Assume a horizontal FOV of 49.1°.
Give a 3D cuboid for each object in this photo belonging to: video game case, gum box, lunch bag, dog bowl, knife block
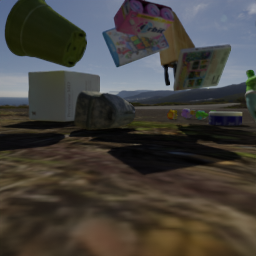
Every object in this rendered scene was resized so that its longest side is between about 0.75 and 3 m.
[{"bbox_3d":[0.266,-3.217,10.270,2.054,1.470,0.183,-22,-12,-4],"label":"video game case"},{"bbox_3d":[0.558,-3.554,9.194,1.773,0.586,1.006,-1,-20,-31],"label":"gum box"},{"bbox_3d":[-0.625,-0.467,8.244,1.318,1.095,1.571,15,9,20],"label":"lunch bag"},{"bbox_3d":[3.515,-0.352,10.123,1.139,0.449,1.139,0,4,0],"label":"dog bowl"},{"bbox_3d":[2.373,-1.935,9.217,1.588,0.207,1.745,-7,-33,-4],"label":"video game case"},{"bbox_3d":[1.872,-3.162,11.984,0.889,2.778,2.438,-11,39,44],"label":"knife block"}]

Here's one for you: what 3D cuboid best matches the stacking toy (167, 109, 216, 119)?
[{"bbox_3d":[3.179,-0.623,13.604,2.062,0.484,1.555,7,10,40],"label":"stacking toy"}]

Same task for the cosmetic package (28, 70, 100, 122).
[{"bbox_3d":[-2.810,-1.403,12.590,2.090,2.103,2.513,4,7,29],"label":"cosmetic package"}]

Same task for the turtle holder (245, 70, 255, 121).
[{"bbox_3d":[4.482,-0.923,8.760,1.918,1.792,2.524,0,3,-27],"label":"turtle holder"}]

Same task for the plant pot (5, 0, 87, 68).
[{"bbox_3d":[-2.672,-3.175,9.830,2.121,2.233,2.233,27,12,13],"label":"plant pot"}]
